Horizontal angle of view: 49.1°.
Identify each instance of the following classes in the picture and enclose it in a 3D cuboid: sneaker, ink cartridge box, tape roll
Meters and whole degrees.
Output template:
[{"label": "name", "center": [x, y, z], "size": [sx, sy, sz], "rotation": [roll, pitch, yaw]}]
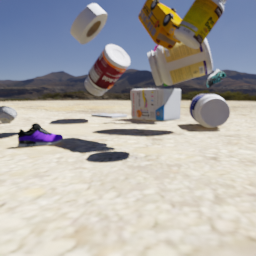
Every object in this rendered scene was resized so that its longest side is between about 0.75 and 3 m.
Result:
[{"label": "sneaker", "center": [-2.374, 0.169, 7.633], "size": [1.242, 0.618, 0.432], "rotation": [-6, 9, -35]}, {"label": "ink cartridge box", "center": [1.433, -1.264, 14.903], "size": [2.199, 1.619, 1.591], "rotation": [6, 9, 42]}, {"label": "tape roll", "center": [-1.461, -3.868, 10.483], "size": [0.524, 1.499, 1.499], "rotation": [45, 11, 1]}, {"label": "sneaker", "center": [3.886, -2.157, 12.342], "size": [0.511, 0.435, 1.121], "rotation": [26, 64, 40]}]

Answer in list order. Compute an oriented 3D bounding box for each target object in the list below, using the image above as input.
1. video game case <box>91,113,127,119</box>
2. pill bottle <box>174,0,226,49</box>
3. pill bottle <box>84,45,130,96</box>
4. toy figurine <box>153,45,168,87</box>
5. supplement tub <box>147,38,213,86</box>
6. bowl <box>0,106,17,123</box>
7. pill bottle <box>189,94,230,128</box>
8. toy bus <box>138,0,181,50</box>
[{"label": "video game case", "center": [-1.126, -0.719, 16.468], "size": [1.771, 0.160, 1.268], "rotation": [7, 10, 43]}, {"label": "pill bottle", "center": [1.891, -2.839, 7.209], "size": [0.792, 1.449, 0.792], "rotation": [33, 8, -6]}, {"label": "pill bottle", "center": [-1.188, -2.942, 14.772], "size": [1.493, 1.493, 2.615], "rotation": [-7, -28, -42]}, {"label": "toy figurine", "center": [2.090, -3.451, 13.941], "size": [2.075, 1.910, 1.558], "rotation": [-37, -8, 25]}, {"label": "supplement tub", "center": [2.004, -2.606, 10.945], "size": [2.227, 1.619, 1.619], "rotation": [-15, 4, 12]}, {"label": "bowl", "center": [-5.714, -0.529, 13.033], "size": [1.013, 0.476, 1.013], "rotation": [-4, -37, -3]}, {"label": "pill bottle", "center": [3.390, -0.728, 11.765], "size": [1.362, 1.362, 2.354], "rotation": [0, 8, 3]}, {"label": "toy bus", "center": [1.085, -3.270, 8.774], "size": [0.806, 0.970, 2.477], "rotation": [16, 34, -28]}]
